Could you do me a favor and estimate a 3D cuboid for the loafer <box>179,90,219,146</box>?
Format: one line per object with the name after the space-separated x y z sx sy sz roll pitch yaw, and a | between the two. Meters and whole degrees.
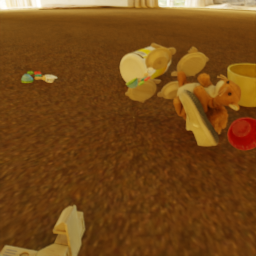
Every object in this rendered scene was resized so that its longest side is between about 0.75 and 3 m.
2.040 -0.247 8.600 0.669 1.958 0.741 -30 -4 31 | loafer

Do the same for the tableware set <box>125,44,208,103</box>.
1.348 -1.838 10.051 2.348 2.810 0.326 5 50 -26 | tableware set

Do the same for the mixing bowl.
3.344 0.101 8.136 0.980 0.980 0.531 3 19 6 | mixing bowl

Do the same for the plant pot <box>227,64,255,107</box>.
5.134 -1.731 11.831 2.016 1.431 2.016 1 29 0 | plant pot

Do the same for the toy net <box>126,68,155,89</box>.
0.485 -1.562 8.377 0.653 0.240 1.244 -19 20 50 | toy net

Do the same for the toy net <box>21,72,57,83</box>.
-4.519 -2.571 14.479 1.864 0.360 0.978 7 27 9 | toy net

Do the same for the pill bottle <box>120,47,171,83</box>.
1.019 -3.289 14.434 1.588 1.588 2.907 21 35 32 | pill bottle

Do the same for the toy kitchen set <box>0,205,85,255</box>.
-1.627 2.049 5.443 1.212 1.096 1.343 5 30 10 | toy kitchen set

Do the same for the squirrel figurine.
2.772 -0.860 9.472 2.015 2.159 1.528 -5 43 24 | squirrel figurine
